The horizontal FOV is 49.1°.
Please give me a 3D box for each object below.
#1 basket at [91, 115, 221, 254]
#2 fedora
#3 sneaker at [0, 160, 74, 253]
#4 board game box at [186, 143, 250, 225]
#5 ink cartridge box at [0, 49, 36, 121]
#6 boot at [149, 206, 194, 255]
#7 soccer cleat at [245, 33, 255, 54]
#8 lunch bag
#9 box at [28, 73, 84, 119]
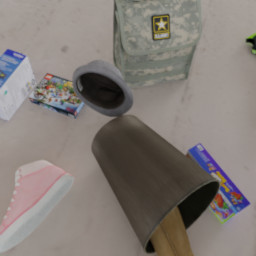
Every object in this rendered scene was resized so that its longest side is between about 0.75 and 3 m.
[{"bbox_3d":[0.439,1.119,6.907,1.924,2.551,2.829,-10,46,-37],"label":"basket"},{"bbox_3d":[-0.595,-1.099,7.117,1.650,1.460,0.745,32,48,-20],"label":"fedora"},{"bbox_3d":[-2.654,1.825,7.136,1.274,0.918,2.438,34,58,14],"label":"sneaker"},{"bbox_3d":[2.135,1.448,7.182,0.411,1.234,1.835,-28,62,-15],"label":"board game box"},{"bbox_3d":[-3.694,-1.454,8.840,0.785,1.402,2.055,23,61,7],"label":"ink cartridge box"},{"bbox_3d":[0.700,2.886,6.579,1.773,0.669,2.024,-14,65,-23],"label":"boot"},{"bbox_3d":[4.954,-2.810,10.228,0.688,0.573,1.699,-25,58,2],"label":"soccer cleat"},{"bbox_3d":[0.804,-2.777,8.720,2.453,2.991,1.758,-11,59,-7],"label":"lunch bag"},{"bbox_3d":[-2.227,-1.084,9.255,1.690,0.318,1.154,20,61,12],"label":"box"}]
